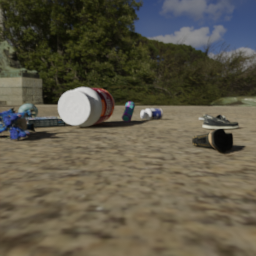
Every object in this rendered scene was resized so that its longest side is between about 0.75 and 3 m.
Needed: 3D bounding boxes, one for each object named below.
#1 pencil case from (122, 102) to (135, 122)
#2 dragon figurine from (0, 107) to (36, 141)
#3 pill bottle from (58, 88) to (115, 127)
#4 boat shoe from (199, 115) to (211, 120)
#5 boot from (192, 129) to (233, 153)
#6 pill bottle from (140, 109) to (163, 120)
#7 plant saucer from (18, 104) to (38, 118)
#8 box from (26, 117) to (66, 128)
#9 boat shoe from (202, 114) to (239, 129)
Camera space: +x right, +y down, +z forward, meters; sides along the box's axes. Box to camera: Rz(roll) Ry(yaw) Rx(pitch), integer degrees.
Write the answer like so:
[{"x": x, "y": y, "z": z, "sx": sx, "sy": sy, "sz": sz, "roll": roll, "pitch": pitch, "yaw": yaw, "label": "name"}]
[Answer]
[{"x": 0.014, "y": -0.818, "z": 14.060, "sx": 0.506, "sy": 0.550, "sz": 1.190, "roll": -8, "pitch": 36, "yaw": 18, "label": "pencil case"}, {"x": -3.831, "y": -0.170, "z": 8.448, "sx": 2.940, "sy": 0.865, "sz": 1.461, "roll": 5, "pitch": 7, "yaw": 29, "label": "dragon figurine"}, {"x": -1.717, "y": -0.913, "z": 12.040, "sx": 1.619, "sy": 1.619, "sz": 2.955, "roll": 1, "pitch": 7, "yaw": 13, "label": "pill bottle"}, {"x": 4.240, "y": -0.582, "z": 15.472, "sx": 0.901, "sy": 0.287, "sz": 0.319, "roll": -4, "pitch": 7, "yaw": -38, "label": "boat shoe"}, {"x": 1.713, "y": 0.300, "z": 6.188, "sx": 0.890, "sy": 0.499, "sz": 1.287, "roll": -2, "pitch": -9, "yaw": 34, "label": "boot"}, {"x": 1.284, "y": -0.744, "z": 15.381, "sx": 1.129, "sy": 0.627, "sz": 0.627, "roll": -3, "pitch": 6, "yaw": -25, "label": "pill bottle"}, {"x": -5.022, "y": -0.762, "z": 14.127, "sx": 0.946, "sy": 0.946, "sz": 0.182, "roll": -3, "pitch": 32, "yaw": -24, "label": "plant saucer"}, {"x": -3.576, "y": -0.243, "z": 11.672, "sx": 1.581, "sy": 0.364, "sz": 1.257, "roll": -4, "pitch": 7, "yaw": -37, "label": "box"}, {"x": 3.561, "y": -0.226, "z": 10.604, "sx": 1.629, "sy": 0.551, "sz": 0.585, "roll": 3, "pitch": 1, "yaw": -24, "label": "boat shoe"}]
